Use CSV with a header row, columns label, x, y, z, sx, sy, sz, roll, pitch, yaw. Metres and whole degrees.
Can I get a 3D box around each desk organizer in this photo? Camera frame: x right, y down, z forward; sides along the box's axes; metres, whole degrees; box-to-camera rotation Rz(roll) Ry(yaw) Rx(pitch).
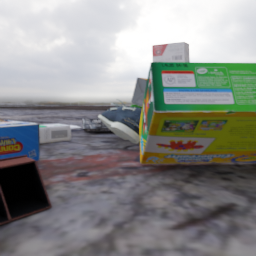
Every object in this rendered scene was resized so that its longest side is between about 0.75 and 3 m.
label,x,y,z,sx,sy,sz,roll,pitch,yaw
desk organizer,-1.491,0.666,2.678,0.561,0.522,1.457,8,10,40

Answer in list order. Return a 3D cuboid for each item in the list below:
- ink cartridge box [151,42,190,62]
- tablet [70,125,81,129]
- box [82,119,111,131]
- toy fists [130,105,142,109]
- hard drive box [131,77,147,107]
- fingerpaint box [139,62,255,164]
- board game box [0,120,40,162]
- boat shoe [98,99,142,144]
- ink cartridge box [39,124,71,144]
label,x,y,z,sx,sy,sz,roll,pitch,yaw
ink cartridge box,2.044,-2.530,13.263,1.625,2.790,0.941,2,8,26
tablet,-2.762,0.000,10.963,1.561,0.107,1.016,-6,8,-41
box,-0.858,-0.101,9.831,1.467,0.365,1.157,-1,-4,-6
toy fists,0.873,-0.518,11.714,1.481,0.999,2.905,3,8,30
hard drive box,1.760,-1.161,10.898,2.073,1.022,2.660,23,16,32
fingerpaint box,1.398,-0.131,4.461,2.322,0.852,1.937,0,-27,-2
board game box,-3.462,0.292,5.116,2.571,0.734,2.626,5,8,41
boat shoe,-0.153,-0.244,7.691,1.008,0.833,2.693,38,-6,-14
ink cartridge box,-2.908,0.115,8.127,1.661,0.517,2.064,-5,9,-43
